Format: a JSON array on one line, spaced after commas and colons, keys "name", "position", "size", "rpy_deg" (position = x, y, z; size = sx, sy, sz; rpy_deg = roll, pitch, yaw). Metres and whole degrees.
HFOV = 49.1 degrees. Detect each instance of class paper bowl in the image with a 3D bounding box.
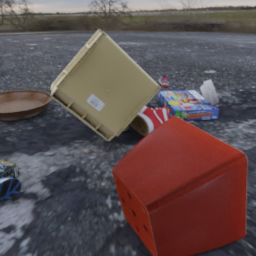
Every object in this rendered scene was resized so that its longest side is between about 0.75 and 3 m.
[{"name": "paper bowl", "position": [2.959, -1.277, 10.298], "size": [0.466, 0.897, 0.897], "rpy_deg": [-20, 19, 16]}]

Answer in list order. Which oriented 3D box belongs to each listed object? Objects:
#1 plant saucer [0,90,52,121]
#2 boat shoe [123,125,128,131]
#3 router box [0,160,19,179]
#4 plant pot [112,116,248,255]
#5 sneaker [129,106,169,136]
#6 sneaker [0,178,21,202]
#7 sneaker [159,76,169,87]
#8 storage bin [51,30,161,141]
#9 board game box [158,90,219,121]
[{"name": "plant saucer", "position": [-4.384, -0.872, 10.912], "size": [2.806, 0.513, 2.806], "rpy_deg": [0, 24, 0]}, {"name": "boat shoe", "position": [-0.701, -0.221, 9.422], "size": [1.478, 0.505, 0.552], "rpy_deg": [8, 25, 18]}, {"name": "router box", "position": [-3.288, 1.075, 6.693], "size": [1.048, 0.325, 0.785], "rpy_deg": [10, 26, 20]}, {"name": "plant pot", "position": [0.771, 1.137, 4.954], "size": [1.629, 1.847, 1.848], "rpy_deg": [-23, 31, -19]}, {"name": "sneaker", "position": [0.527, -0.514, 9.176], "size": [1.182, 0.749, 2.102], "rpy_deg": [-11, 41, -30]}, {"name": "sneaker", "position": [-2.967, 1.446, 5.760], "size": [1.438, 0.545, 0.554], "rpy_deg": [-19, 13, -42]}, {"name": "sneaker", "position": [1.917, -2.532, 14.720], "size": [0.522, 0.484, 1.296], "rpy_deg": [0, 23, -1]}, {"name": "storage bin", "position": [-0.647, -1.140, 7.883], "size": [2.214, 2.198, 1.037], "rpy_deg": [40, 6, -23]}, {"name": "board game box", "position": [2.297, -0.954, 11.181], "size": [1.677, 0.427, 2.478], "rpy_deg": [-3, 24, -6]}]
